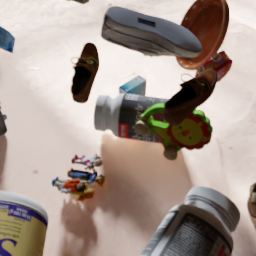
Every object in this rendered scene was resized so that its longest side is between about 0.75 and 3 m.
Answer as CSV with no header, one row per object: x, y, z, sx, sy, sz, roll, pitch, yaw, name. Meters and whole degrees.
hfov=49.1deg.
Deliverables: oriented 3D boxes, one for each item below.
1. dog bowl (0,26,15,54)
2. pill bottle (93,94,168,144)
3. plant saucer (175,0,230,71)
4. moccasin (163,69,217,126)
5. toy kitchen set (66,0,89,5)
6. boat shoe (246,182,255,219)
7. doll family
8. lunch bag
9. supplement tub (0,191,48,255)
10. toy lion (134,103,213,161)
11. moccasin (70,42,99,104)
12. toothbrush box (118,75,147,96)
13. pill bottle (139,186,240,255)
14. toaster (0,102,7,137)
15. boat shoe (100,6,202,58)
-3.701,-2.552,7.720,1.053,1.889,0.468,23,91,-14,dog bowl
0.246,-0.313,8.687,2.433,1.409,1.409,7,50,7,pill bottle
2.219,-2.874,8.535,0.371,2.300,2.300,10,45,-25,plant saucer
1.185,-0.691,5.339,1.467,0.566,0.537,-38,47,-17,moccasin
-1.736,-4.971,8.652,1.748,1.426,1.577,23,47,14,toy kitchen set
3.409,1.883,7.463,0.406,0.385,1.072,11,50,9,boat shoe
-1.236,1.445,7.747,1.068,0.776,1.721,9,32,17,doll family
2.210,-1.465,7.638,1.093,1.241,0.509,-34,75,1,lunch bag
-2.788,2.926,5.446,2.072,2.072,2.850,-1,49,-1,supplement tub
1.071,-0.006,6.256,1.458,1.397,0.500,41,40,-5,toy lion
-1.092,-1.406,6.833,0.588,0.620,1.607,13,72,10,moccasin
0.163,-1.316,9.993,1.013,0.742,0.432,-35,57,-26,toothbrush box
1.265,2.666,5.987,1.578,1.578,2.723,29,56,23,pill bottle
-5.041,-0.407,8.913,2.002,1.188,1.810,-26,54,-20,toaster
0.451,-1.757,5.547,2.023,0.661,0.744,17,55,-13,boat shoe
